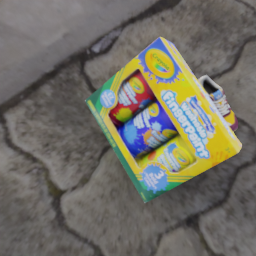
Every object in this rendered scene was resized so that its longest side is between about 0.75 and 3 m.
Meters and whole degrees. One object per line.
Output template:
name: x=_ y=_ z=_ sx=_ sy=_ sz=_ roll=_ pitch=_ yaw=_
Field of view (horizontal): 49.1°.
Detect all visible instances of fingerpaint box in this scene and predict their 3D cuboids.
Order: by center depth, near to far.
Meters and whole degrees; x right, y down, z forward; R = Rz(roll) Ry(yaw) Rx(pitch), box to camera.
fingerpaint box: x=0.700 y=-0.135 z=6.226 sx=2.303 sy=1.012 sz=2.760 roll=-35 pitch=80 yaw=25

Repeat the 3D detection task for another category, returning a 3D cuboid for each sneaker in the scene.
sneaker: x=2.239 y=-0.593 z=7.076 sx=0.594 sy=0.714 sz=1.585 roll=-36 pitch=79 yaw=-8
